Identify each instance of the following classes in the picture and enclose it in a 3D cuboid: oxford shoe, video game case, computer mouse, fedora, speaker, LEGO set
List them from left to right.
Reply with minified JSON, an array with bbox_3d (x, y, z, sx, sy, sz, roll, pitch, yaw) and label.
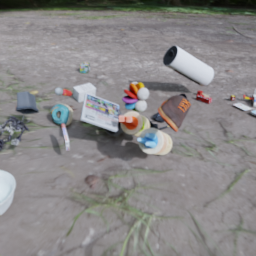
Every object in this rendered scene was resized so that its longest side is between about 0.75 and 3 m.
[{"bbox_3d":[-0.920,-0.519,9.409,1.276,0.147,1.163,19,48,-20],"label":"video game case"},{"bbox_3d":[-0.481,-0.252,10.760,0.549,1.076,1.217,3,45,-51],"label":"fedora"},{"bbox_3d":[1.537,-0.414,11.810,1.702,0.392,1.195,-13,32,-21],"label":"computer mouse"},{"bbox_3d":[1.276,-0.515,7.421,0.720,0.707,1.986,-39,12,20],"label":"oxford shoe"},{"bbox_3d":[2.855,-2.892,13.221,2.514,1.021,1.021,21,19,-31],"label":"speaker"},{"bbox_3d":[5.927,-1.170,12.988,1.711,0.562,2.290,-13,33,-27],"label":"LEGO set"}]

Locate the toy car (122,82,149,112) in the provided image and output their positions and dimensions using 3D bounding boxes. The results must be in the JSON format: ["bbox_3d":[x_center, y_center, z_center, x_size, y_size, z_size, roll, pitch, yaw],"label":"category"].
[{"bbox_3d":[0.179,-1.076,9.881,0.800,1.067,0.934,-6,30,-30],"label":"toy car"}]

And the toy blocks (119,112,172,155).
[{"bbox_3d":[0.419,0.119,8.912,1.862,0.811,2.234,39,6,18],"label":"toy blocks"}]

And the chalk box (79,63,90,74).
[{"bbox_3d":[-2.685,-3.651,17.218,0.491,0.495,0.792,5,30,8],"label":"chalk box"}]

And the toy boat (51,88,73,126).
[{"bbox_3d":[-2.770,-0.861,11.480,1.280,1.523,0.708,13,4,42],"label":"toy boat"}]

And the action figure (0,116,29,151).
[{"bbox_3d":[-3.900,0.136,9.240,0.854,0.733,1.437,44,33,-3],"label":"action figure"}]

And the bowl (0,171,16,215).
[{"bbox_3d":[-3.811,1.946,7.403,1.738,0.781,1.738,-1,30,0],"label":"bowl"}]

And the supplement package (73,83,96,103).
[{"bbox_3d":[-2.151,-1.731,13.768,0.960,0.582,0.575,-22,50,-33],"label":"supplement package"}]

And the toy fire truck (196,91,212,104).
[{"bbox_3d":[3.731,-1.511,13.816,1.019,0.248,0.719,26,39,37],"label":"toy fire truck"}]

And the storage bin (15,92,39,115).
[{"bbox_3d":[-3.695,-0.893,10.107,0.699,0.645,0.961,-8,-8,1],"label":"storage bin"}]

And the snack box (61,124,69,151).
[{"bbox_3d":[-2.105,0.295,9.378,0.125,0.370,1.030,-9,39,-16],"label":"snack box"}]
